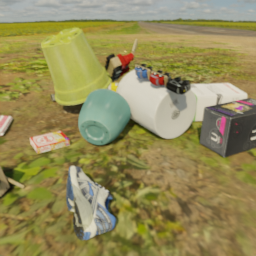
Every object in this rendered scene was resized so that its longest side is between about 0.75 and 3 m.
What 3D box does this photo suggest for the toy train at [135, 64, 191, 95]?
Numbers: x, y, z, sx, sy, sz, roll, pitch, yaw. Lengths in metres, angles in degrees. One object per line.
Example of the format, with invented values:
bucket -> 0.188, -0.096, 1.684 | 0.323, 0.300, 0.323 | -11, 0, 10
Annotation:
toy train -> 1.058, -1.698, 9.692 | 0.589, 0.439, 2.572 | -35, 43, -22

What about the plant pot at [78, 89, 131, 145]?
plant pot -> -0.956, -0.254, 10.013 | 1.796, 1.796, 1.442 | 7, 40, 15

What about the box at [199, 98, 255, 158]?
box -> 3.870, -0.077, 9.803 | 2.368, 1.447, 1.256 | -12, 27, -25

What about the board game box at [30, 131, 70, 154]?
board game box -> -2.795, 0.495, 9.979 | 1.158, 0.268, 0.877 | -15, 28, -30

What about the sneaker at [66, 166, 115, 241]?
sneaker -> -0.931, 1.726, 6.764 | 0.960, 0.868, 2.254 | 1, 29, -23

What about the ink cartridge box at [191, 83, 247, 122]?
ink cartridge box -> 3.517, -1.190, 12.624 | 2.817, 1.188, 2.057 | -2, 24, -4

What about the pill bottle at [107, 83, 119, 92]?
pill bottle -> -0.979, -2.186, 15.582 | 1.108, 0.617, 0.617 | 3, 24, 5

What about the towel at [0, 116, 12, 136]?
towel -> -5.990, -0.040, 11.179 | 2.369, 0.354, 1.734 | -1, 24, -9

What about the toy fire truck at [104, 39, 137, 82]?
toy fire truck -> -0.150, -2.850, 11.738 | 1.596, 1.027, 1.404 | -27, -4, -12

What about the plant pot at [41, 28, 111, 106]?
plant pot -> -2.396, -2.777, 12.099 | 2.739, 2.518, 2.739 | -13, 36, 10

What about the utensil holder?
utensil holder -> 1.071, -0.973, 11.049 | 2.190, 2.190, 2.577 | -14, 31, -29

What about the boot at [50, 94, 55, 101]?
boot -> -3.519, -1.741, 14.934 | 1.214, 0.440, 1.104 | -15, 26, -17

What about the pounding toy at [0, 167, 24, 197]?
pounding toy -> -3.575, 1.329, 7.303 | 1.190, 1.096, 0.846 | 10, 38, 21
